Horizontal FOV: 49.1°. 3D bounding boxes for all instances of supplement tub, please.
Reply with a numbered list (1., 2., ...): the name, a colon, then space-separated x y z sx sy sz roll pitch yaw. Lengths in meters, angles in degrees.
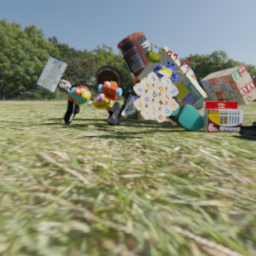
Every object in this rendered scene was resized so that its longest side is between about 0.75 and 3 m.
1. supplement tub: 0.715 -3.233 14.175 1.552 2.902 1.552 -27 4 2

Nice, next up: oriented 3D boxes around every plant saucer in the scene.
1. plant saucer: -1.067 -2.549 15.089 1.590 1.590 0.255 2 28 15

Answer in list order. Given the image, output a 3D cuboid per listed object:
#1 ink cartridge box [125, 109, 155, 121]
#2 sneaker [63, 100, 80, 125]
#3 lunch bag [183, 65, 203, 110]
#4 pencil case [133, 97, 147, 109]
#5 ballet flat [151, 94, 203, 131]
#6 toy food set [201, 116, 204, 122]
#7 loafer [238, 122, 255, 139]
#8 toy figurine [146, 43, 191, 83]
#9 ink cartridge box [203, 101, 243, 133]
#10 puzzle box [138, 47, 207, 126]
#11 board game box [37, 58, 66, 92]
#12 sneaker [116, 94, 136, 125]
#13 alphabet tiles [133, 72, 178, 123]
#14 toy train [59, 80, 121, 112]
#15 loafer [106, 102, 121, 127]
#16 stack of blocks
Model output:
1. ink cartridge box: 0.815 -0.750 15.415 1.550 0.582 1.277 -6 9 -33
2. sneaker: -2.490 -0.744 12.950 0.562 1.485 0.650 -13 -34 34
3. lunch bag: 2.358 -1.826 13.274 2.084 2.601 0.983 -10 -15 -35
4. pencil case: 0.674 -1.365 14.993 0.684 0.761 1.752 -23 15 -25
5. ballet flat: 1.722 -0.686 10.241 2.651 0.901 0.907 26 13 -36
6. toy food set: 3.303 -0.306 13.090 1.396 0.406 2.022 10 1 26
7. loafer: 4.538 0.008 8.552 0.860 0.754 2.393 -5 8 -34
8. toy figurine: 1.239 -2.084 9.826 1.666 0.998 0.879 26 -23 5
9. ink cartridge box: 3.535 -0.420 10.466 1.298 1.139 0.544 0 7 0
10. puzzle box: 1.785 -1.746 11.864 0.360 2.832 1.884 -14 -25 -49
11. board game box: -3.599 -2.508 13.166 0.966 1.437 0.246 26 0 26
12. sneaker: -0.034 -0.707 12.681 0.724 1.636 0.606 38 -24 -20
13. alphabet tiles: 0.860 -0.936 8.690 1.430 1.398 0.104 -41 10 -12
14. toy train: -1.469 -1.601 12.065 2.703 0.752 2.031 11 -29 14
15. loafer: -0.631 -0.655 11.937 0.449 1.280 0.435 34 -41 -28
16. stack of blocks: 4.218 -1.702 11.891 0.705 1.386 2.408 -33 10 -10
